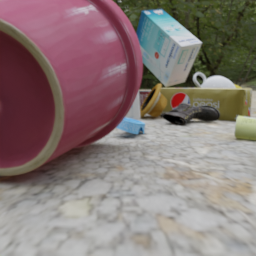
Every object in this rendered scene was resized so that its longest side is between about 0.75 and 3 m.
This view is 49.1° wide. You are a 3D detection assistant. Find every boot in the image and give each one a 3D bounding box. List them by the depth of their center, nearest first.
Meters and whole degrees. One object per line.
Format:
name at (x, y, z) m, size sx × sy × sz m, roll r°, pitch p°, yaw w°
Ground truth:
boot at (1.713, -0.294, 7.677) m, size 1.378 × 0.477 × 1.199 m, roll 11°, pitch 23°, yaw 27°

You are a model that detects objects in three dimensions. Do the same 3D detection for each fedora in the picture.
fedora at (0.844, -0.747, 8.872) m, size 0.568 × 1.392 × 1.392 m, roll 31°, pitch 6°, yaw -9°

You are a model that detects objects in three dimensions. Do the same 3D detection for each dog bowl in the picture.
dog bowl at (0.070, -0.053, 5.982) m, size 0.511 × 0.227 × 0.916 m, roll 19°, pitch 8°, yaw 20°

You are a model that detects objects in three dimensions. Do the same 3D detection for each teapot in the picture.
teapot at (3.216, -1.394, 10.278) m, size 1.451 × 1.074 × 1.470 m, roll -7°, pitch -33°, yaw 18°

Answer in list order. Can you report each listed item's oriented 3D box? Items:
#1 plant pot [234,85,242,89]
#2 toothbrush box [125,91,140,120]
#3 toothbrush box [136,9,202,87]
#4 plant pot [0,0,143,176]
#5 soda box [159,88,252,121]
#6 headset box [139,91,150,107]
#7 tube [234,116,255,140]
plant pot at (4.237, -1.351, 11.414) m, size 1.037 × 0.736 × 1.037 m, roll -25°, pitch -23°, yaw -12°
toothbrush box at (-0.975, -0.830, 8.318) m, size 1.899 × 1.107 × 2.594 m, roll -8°, pitch 11°, yaw -19°
toothbrush box at (1.248, -2.795, 9.763) m, size 0.962 × 1.651 × 2.255 m, roll -20°, pitch 57°, yaw -30°
plant pot at (-1.214, -0.660, 3.787) m, size 2.629 × 2.629 × 2.353 m, roll 1°, pitch 22°, yaw 9°
soda box at (2.312, -0.815, 9.034) m, size 2.970 × 0.951 × 1.006 m, roll 6°, pitch 11°, yaw 35°
headset box at (0.818, -1.138, 11.576) m, size 1.502 × 0.780 × 2.019 m, roll -8°, pitch 11°, yaw -41°
tube at (2.920, 0.103, 5.218) m, size 1.739 × 0.505 × 0.452 m, roll 8°, pitch -26°, yaw 26°
